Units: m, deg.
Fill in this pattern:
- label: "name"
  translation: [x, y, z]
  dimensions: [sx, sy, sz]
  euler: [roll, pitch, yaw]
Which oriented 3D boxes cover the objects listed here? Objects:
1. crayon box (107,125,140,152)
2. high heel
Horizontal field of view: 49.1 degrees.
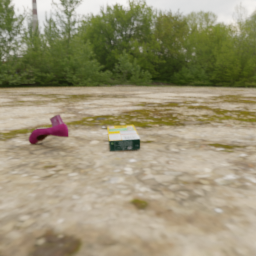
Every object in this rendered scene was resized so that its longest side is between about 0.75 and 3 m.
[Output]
- label: "crayon box"
  translation: [-0.206, 0.370, 10.635]
  dimensions: [1.102, 0.452, 1.752]
  euler: [-3, 17, -5]
- label: "high heel"
  translation: [-2.997, 0.359, 10.398]
  dimensions: [1.947, 0.936, 0.656]
  euler: [-36, -17, 33]
